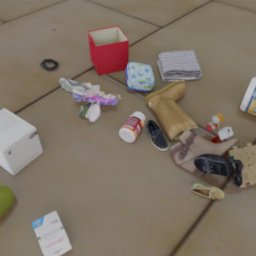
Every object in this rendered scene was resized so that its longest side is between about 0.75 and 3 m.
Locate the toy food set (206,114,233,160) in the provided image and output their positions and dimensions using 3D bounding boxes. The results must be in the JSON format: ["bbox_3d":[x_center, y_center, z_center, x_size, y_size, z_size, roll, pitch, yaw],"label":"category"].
[{"bbox_3d":[3.311,0.463,10.356,0.817,1.815,0.867,-26,7,-22],"label":"toy food set"}]

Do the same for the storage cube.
[{"bbox_3d":[-0.971,-3.894,14.145,1.885,1.695,1.611,-15,48,-15],"label":"storage cube"}]

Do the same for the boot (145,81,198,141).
[{"bbox_3d":[2.129,-0.757,11.808,2.174,0.821,2.483,-27,50,-7],"label":"boot"}]

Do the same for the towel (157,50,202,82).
[{"bbox_3d":[2.558,-3.085,13.949,1.994,0.853,1.651,-5,47,-5],"label":"towel"}]

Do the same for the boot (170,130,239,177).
[{"bbox_3d":[2.661,0.662,10.128,2.164,0.760,1.582,-38,65,-9],"label":"boot"}]

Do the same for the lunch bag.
[{"bbox_3d":[0.530,-2.435,13.351,1.299,0.666,1.616,5,46,-12],"label":"lunch bag"}]

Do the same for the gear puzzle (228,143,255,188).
[{"bbox_3d":[4.681,1.200,9.892,2.722,0.356,1.410,-8,74,-23],"label":"gear puzzle"}]

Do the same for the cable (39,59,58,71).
[{"bbox_3d":[-4.035,-3.265,14.551,1.017,0.258,0.830,29,44,25],"label":"cable"}]

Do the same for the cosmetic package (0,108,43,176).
[{"bbox_3d":[-4.281,0.486,10.095,1.706,1.408,1.406,29,52,23],"label":"cosmetic package"}]

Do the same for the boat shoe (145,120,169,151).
[{"bbox_3d":[1.111,0.274,10.936,0.535,0.447,1.435,-23,60,-10],"label":"boat shoe"}]

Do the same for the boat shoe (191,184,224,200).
[{"bbox_3d":[2.598,2.123,9.181,1.027,0.377,0.322,8,18,34],"label":"boat shoe"}]

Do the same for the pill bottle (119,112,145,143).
[{"bbox_3d":[0.201,-0.065,11.169,0.698,0.698,1.236,19,50,18],"label":"pill bottle"}]

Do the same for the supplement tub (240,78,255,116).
[{"bbox_3d":[5.937,-1.092,11.585,2.093,1.514,1.514,23,51,21],"label":"supplement tub"}]

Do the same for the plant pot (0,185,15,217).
[{"bbox_3d":[-4.291,2.366,8.525,1.360,1.360,1.454,31,33,26],"label":"plant pot"}]

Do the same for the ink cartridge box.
[{"bbox_3d":[-2.202,3.213,8.169,0.768,0.442,1.326,-22,49,-22],"label":"ink cartridge box"}]

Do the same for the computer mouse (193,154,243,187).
[{"bbox_3d":[2.963,1.234,9.148,1.627,1.126,0.429,12,42,34],"label":"computer mouse"}]

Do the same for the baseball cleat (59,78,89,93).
[{"bbox_3d":[-2.473,-1.958,13.197,1.594,0.556,0.849,32,39,23],"label":"baseball cleat"}]

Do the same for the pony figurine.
[{"bbox_3d":[-1.466,-1.288,11.964,1.853,1.543,1.789,22,35,30],"label":"pony figurine"}]

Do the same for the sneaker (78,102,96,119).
[{"bbox_3d":[-1.798,-0.910,12.173,0.535,0.400,1.192,13,51,6],"label":"sneaker"}]
